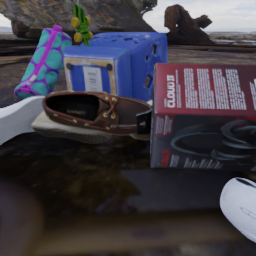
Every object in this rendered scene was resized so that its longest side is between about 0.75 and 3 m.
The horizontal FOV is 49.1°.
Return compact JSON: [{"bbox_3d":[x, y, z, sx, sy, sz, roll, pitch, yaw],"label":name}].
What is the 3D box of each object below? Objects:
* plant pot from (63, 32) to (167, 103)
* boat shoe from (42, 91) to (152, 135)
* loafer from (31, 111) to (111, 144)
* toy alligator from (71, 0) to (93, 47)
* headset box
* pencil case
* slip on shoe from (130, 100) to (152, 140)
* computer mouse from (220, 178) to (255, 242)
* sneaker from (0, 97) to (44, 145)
[{"bbox_3d":[-0.396,-1.378,7.964,2.376,2.377,2.137,13,29,31],"label":"plant pot"},{"bbox_3d":[-0.561,-0.316,5.609,2.263,0.797,0.796,1,-14,-3],"label":"boat shoe"},{"bbox_3d":[-1.275,-0.103,6.360,1.901,0.649,0.719,8,-20,12],"label":"loafer"},{"bbox_3d":[-1.249,-2.775,7.237,0.342,1.425,0.472,12,26,43],"label":"toy alligator"},{"bbox_3d":[1.417,-0.077,4.672,2.566,1.910,0.991,1,59,3],"label":"headset box"},{"bbox_3d":[-2.817,-2.097,9.512,1.103,2.591,1.197,17,-17,-1],"label":"pencil case"},{"bbox_3d":[1.229,-0.128,6.621,2.585,0.983,0.783,-4,30,-30],"label":"slip on shoe"},{"bbox_3d":[1.609,1.108,3.302,0.377,0.942,1.718,15,7,-25],"label":"computer mouse"},{"bbox_3d":[-3.078,-0.343,7.075,1.448,0.923,2.505,16,26,29],"label":"sneaker"}]
